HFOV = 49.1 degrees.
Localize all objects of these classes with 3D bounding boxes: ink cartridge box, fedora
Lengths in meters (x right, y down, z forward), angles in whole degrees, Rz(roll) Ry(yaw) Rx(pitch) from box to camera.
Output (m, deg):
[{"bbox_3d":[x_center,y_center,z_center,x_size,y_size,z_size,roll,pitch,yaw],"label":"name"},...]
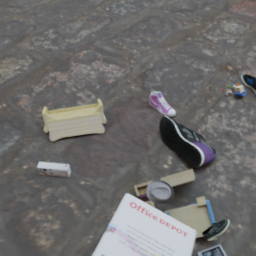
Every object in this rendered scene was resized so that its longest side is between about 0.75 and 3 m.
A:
[{"bbox_3d":[0.054,3.537,6.687,2.054,2.044,2.800,27,40,7],"label":"ink cartridge box"},{"bbox_3d":[0.872,1.787,7.752,0.752,0.340,0.665,14,81,10],"label":"fedora"}]

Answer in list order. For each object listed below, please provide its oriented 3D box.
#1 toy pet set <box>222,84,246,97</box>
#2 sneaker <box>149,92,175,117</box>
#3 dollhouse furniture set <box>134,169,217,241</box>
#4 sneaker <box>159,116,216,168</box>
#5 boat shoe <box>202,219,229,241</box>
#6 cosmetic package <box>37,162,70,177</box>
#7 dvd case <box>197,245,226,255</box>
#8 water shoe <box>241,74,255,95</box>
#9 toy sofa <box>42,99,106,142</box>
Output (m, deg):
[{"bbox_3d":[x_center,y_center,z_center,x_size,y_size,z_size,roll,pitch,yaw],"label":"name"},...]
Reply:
[{"bbox_3d":[5.243,-1.773,13.639,0.951,0.505,0.888,-29,18,-29],"label":"toy pet set"},{"bbox_3d":[1.532,-1.112,12.614,1.459,0.832,0.529,34,53,27],"label":"sneaker"},{"bbox_3d":[1.611,2.670,9.191,2.112,1.460,2.237,-18,77,12],"label":"dollhouse furniture set"},{"bbox_3d":[2.321,0.491,11.166,1.177,1.018,2.688,-8,44,-34],"label":"sneaker"},{"bbox_3d":[2.302,2.672,7.463,0.292,0.882,0.330,35,36,-2],"label":"boat shoe"},{"bbox_3d":[-2.719,1.541,10.295,1.120,0.462,0.283,4,49,5],"label":"cosmetic package"},{"bbox_3d":[2.530,3.867,8.283,0.790,0.098,0.594,-14,48,-13],"label":"dvd case"},{"bbox_3d":[6.316,-2.248,13.762,0.676,0.746,1.891,-14,48,-14],"label":"water shoe"},{"bbox_3d":[-2.260,-0.350,11.877,2.559,1.249,1.060,-10,22,-9],"label":"toy sofa"}]
